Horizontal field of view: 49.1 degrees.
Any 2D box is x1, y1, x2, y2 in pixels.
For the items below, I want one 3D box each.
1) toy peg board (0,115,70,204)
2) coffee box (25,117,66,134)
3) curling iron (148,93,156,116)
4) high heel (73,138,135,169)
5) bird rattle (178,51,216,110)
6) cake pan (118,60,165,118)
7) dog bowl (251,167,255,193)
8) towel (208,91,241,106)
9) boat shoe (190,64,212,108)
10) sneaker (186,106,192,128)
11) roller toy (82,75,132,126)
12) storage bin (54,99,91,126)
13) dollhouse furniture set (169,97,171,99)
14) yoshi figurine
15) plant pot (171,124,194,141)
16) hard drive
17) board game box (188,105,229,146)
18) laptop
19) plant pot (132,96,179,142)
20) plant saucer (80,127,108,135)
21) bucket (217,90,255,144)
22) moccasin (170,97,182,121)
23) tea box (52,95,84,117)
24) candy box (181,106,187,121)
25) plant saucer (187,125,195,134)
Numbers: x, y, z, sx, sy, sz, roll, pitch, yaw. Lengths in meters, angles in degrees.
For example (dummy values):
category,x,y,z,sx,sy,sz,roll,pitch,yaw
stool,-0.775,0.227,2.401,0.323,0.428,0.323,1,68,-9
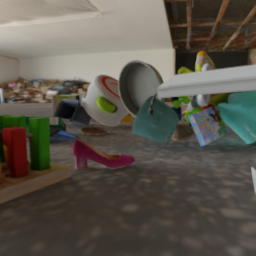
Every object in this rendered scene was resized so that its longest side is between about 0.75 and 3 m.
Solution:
category,x,y,z,sx,sy,sz,roll,pitch,yaw
toy peg board,-3.118,0.481,5.617,2.768,1.354,2.757,4,8,30
coffee box,-3.791,-0.114,12.054,1.984,0.436,1.220,-1,-17,0
curling iron,0.705,-0.685,8.080,0.106,0.833,0.206,1,-35,21
high heel,-0.585,0.605,6.996,1.553,0.745,0.523,-1,8,-9
bird rattle,2.972,-1.622,10.238,1.414,2.046,2.509,-12,-35,43
cake pan,0.544,-1.497,11.068,0.437,2.380,2.380,-22,20,-39
dog bowl,3.119,0.994,3.671,2.871,0.842,2.871,0,7,0
towel,3.421,-1.011,9.531,2.792,0.252,1.202,11,-26,-43
boat shoe,2.139,-1.280,8.302,0.554,1.563,0.563,-10,-44,42
sneaker,2.719,-1.056,11.939,0.934,2.075,0.726,12,3,28
roller toy,-1.081,-1.418,15.168,2.775,1.939,2.531,4,43,-47
storage bin,-2.979,-0.667,15.418,1.924,1.400,1.292,8,-17,47
dollhouse furniture set,2.362,-2.049,12.905,1.558,1.329,0.761,11,-17,16
yoshi figurine,2.193,-0.834,10.410,0.976,0.973,1.737,-29,52,-1
plant pot,1.941,0.114,10.172,0.821,0.379,0.821,-16,23,7
hard drive,1.888,-1.014,6.020,2.166,0.285,1.429,-3,20,28
board game box,2.656,-0.096,9.190,1.388,1.050,0.254,-20,-5,-37
laptop,-3.015,0.424,10.963,1.414,0.824,1.595,7,36,46
plant pot,1.029,-0.196,9.603,1.175,1.465,1.465,28,16,16
plant saucer,-1.511,0.155,12.432,1.212,0.222,1.212,1,9,0
bucket,4.552,-0.825,9.913,2.695,1.754,2.695,-40,-9,-7
moccasin,1.916,-0.836,11.364,0.385,1.130,0.454,-11,-1,-1
tea box,-3.735,-1.449,19.245,2.386,1.621,2.426,-1,8,0
candy box,3.249,-1.052,13.596,1.604,0.453,0.936,-45,14,-27
plant saucer,2.854,0.047,13.091,1.779,0.244,1.779,0,9,0
